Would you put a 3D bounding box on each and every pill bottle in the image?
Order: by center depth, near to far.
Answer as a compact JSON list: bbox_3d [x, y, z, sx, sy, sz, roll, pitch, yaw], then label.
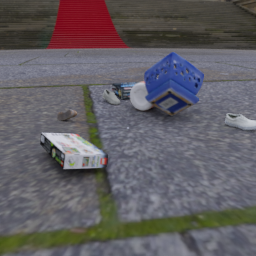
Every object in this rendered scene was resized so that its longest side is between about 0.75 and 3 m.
[{"bbox_3d":[0.977,-1.386,11.078,1.046,1.046,1.910,12,22,30],"label":"pill bottle"}]

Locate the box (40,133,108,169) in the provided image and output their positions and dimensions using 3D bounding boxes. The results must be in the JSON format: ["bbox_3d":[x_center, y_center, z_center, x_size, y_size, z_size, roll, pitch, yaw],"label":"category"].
[{"bbox_3d":[-1.300,0.485,6.456,0.986,0.311,1.793,3,11,-32],"label":"box"}]

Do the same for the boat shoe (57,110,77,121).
[{"bbox_3d":[-2.059,-0.416,9.455,0.838,0.317,0.301,-8,-5,36],"label":"boat shoe"}]

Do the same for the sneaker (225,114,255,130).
[{"bbox_3d":[3.508,-0.208,8.669,1.063,0.376,0.388,12,45,39],"label":"sneaker"}]

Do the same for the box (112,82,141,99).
[{"bbox_3d":[0.408,-1.787,13.122,2.002,0.460,1.591,-6,20,-16],"label":"box"}]

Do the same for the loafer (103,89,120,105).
[{"bbox_3d":[-0.702,-1.287,11.696,0.390,0.389,1.116,-10,31,-39],"label":"loafer"}]

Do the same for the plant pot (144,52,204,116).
[{"bbox_3d":[1.508,-1.372,9.580,1.536,1.381,1.536,27,-33,-27],"label":"plant pot"}]
